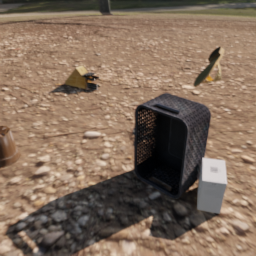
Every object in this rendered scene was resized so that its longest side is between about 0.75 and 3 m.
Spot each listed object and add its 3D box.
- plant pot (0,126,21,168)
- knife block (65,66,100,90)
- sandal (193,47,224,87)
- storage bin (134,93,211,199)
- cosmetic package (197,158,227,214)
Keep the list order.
[{"bbox_3d":[-4.387,0.603,9.655,1.134,1.123,1.134,1,29,0],"label":"plant pot"},{"bbox_3d":[-2.534,-2.582,16.115,1.973,1.732,0.631,-36,1,40],"label":"knife block"},{"bbox_3d":[3.722,-2.419,11.997,0.951,0.853,2.594,-28,25,56],"label":"sandal"},{"bbox_3d":[1.231,0.497,8.282,1.774,2.624,1.230,24,38,36],"label":"storage bin"},{"bbox_3d":[2.327,1.606,7.874,0.656,1.068,1.064,6,29,13],"label":"cosmetic package"}]
